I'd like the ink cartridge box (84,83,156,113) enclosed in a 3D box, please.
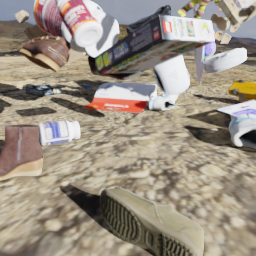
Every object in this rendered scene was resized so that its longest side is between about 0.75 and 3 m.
[{"bbox_3d":[-0.235,-1.384,11.874,2.407,0.845,2.961,5,14,16],"label":"ink cartridge box"}]

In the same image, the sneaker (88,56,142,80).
[{"bbox_3d":[-0.550,-2.540,10.744,2.229,0.852,1.277,12,-22,16],"label":"sneaker"}]

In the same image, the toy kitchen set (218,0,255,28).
[{"bbox_3d":[2.739,-2.969,6.562,0.812,0.733,0.663,-33,-3,-1],"label":"toy kitchen set"}]

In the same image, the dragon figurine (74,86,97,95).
[{"bbox_3d":[-1.998,-1.866,13.813,1.394,0.410,0.693,-2,18,-2],"label":"dragon figurine"}]

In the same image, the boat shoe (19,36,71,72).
[{"bbox_3d":[-1.988,-1.854,6.801,0.746,0.745,2.118,34,-5,-41],"label":"boat shoe"}]

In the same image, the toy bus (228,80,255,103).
[{"bbox_3d":[5.189,-1.372,11.385,2.061,0.807,0.671,21,65,48],"label":"toy bus"}]

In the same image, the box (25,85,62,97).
[{"bbox_3d":[-4.209,-1.878,13.973,1.432,0.329,1.138,13,22,36],"label":"box"}]

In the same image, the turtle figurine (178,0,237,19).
[{"bbox_3d":[2.132,-3.838,8.226,1.780,1.435,0.573,24,51,-20],"label":"turtle figurine"}]

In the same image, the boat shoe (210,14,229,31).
[{"bbox_3d":[3.600,-4.054,10.760,0.391,0.434,1.207,5,35,-21],"label":"boat shoe"}]

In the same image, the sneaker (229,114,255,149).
[{"bbox_3d":[3.695,0.251,6.625,2.541,0.953,1.101,-1,22,26],"label":"sneaker"}]

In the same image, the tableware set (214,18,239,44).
[{"bbox_3d":[3.920,-3.878,11.253,0.854,1.022,0.119,10,35,-24],"label":"tableware set"}]

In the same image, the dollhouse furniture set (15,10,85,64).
[{"bbox_3d":[-2.930,-3.823,10.494,1.464,2.825,1.251,-24,33,14],"label":"dollhouse furniture set"}]

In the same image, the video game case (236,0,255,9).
[{"bbox_3d":[3.960,-4.385,9.264,0.851,0.935,0.107,-11,-22,-6],"label":"video game case"}]

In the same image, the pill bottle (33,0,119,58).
[{"bbox_3d":[-1.583,-3.156,8.391,1.473,1.473,2.688,-16,42,-41],"label":"pill bottle"}]

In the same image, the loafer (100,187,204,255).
[{"bbox_3d":[0.289,1.266,3.758,1.619,0.615,0.546,25,28,33],"label":"loafer"}]

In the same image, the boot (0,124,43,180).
[{"bbox_3d":[-2.324,0.447,5.460,1.277,1.062,0.462,-3,18,-9],"label":"boot"}]

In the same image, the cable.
[{"bbox_3d":[3.113,-2.175,9.014,1.375,0.476,1.375,-22,10,-17],"label":"cable"}]

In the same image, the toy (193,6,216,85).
[{"bbox_3d":[2.687,-3.040,9.915,0.684,1.669,2.898,-5,44,6],"label":"toy"}]

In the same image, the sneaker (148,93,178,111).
[{"bbox_3d":[1.572,-0.995,10.933,0.746,0.645,1.721,21,35,34],"label":"sneaker"}]

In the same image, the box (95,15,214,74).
[{"bbox_3d":[0.390,-1.500,5.410,1.206,0.381,2.192,-9,1,-34],"label":"box"}]

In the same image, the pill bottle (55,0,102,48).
[{"bbox_3d":[-1.088,-2.369,6.002,0.655,0.655,1.195,-15,65,-39],"label":"pill bottle"}]

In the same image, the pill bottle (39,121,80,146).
[{"bbox_3d":[-1.790,0.115,7.314,0.996,0.576,0.576,-8,19,-24],"label":"pill bottle"}]

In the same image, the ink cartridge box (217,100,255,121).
[{"bbox_3d":[4.361,-0.297,8.687,2.303,0.504,2.324,-13,24,-36],"label":"ink cartridge box"}]

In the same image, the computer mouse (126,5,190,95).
[{"bbox_3d":[0.894,-1.980,7.140,1.299,2.370,0.520,-23,-15,1],"label":"computer mouse"}]
